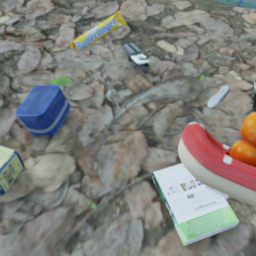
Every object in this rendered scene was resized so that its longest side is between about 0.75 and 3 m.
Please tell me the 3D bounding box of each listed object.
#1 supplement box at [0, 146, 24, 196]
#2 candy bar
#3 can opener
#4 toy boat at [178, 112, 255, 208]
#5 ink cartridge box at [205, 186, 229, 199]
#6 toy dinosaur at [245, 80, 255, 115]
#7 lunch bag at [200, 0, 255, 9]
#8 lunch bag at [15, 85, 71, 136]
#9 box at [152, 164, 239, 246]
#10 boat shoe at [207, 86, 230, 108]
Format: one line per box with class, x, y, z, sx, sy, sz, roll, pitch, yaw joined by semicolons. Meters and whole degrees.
supplement box;-3.767;1.130;7.894;1.089;0.732;1.090;16;51;13
candy bar;-1.084;-3.339;9.928;2.185;0.545;0.242;-26;31;15
can opener;0.294;-2.971;11.661;0.518;0.654;1.967;-14;42;-15
toy boat;1.726;0.347;4.142;1.879;1.228;1.226;23;12;13
ink cartridge box;2.033;1.036;6.023;0.540;0.905;0.190;27;35;31
toy dinosaur;2.682;-0.894;5.163;2.155;1.463;1.101;-20;19;-40
lunch bag;2.768;-3.980;8.052;2.123;0.818;1.702;-4;28;-26
lunch bag;-2.679;-0.582;9.173;1.141;1.111;1.679;3;49;22
box;1.714;1.884;7.493;1.490;0.375;2.064;-15;49;-12
boat shoe;2.635;-0.850;8.048;0.277;0.780;0.281;20;32;-42
